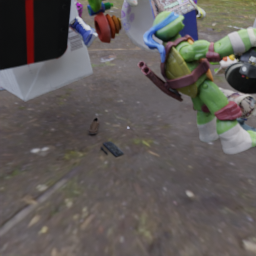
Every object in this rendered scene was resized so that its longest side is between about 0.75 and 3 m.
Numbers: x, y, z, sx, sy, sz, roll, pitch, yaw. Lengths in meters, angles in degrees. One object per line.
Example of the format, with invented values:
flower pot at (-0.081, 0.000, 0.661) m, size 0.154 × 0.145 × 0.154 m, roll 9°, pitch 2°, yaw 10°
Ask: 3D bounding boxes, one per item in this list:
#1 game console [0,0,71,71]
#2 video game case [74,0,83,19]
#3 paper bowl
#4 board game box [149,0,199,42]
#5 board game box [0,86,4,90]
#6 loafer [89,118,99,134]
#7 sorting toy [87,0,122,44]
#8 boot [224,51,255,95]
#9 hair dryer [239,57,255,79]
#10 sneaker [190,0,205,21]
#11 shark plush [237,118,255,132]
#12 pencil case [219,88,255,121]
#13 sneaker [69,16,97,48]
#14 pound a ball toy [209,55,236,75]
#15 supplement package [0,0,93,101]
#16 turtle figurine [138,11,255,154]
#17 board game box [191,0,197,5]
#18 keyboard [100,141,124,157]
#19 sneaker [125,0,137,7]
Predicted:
game console at (-1.968, -2.165, 5.558) m, size 1.825 × 2.063 × 0.320 m, roll -22°, pitch 56°, yaw -34°
video game case at (-2.671, -3.870, 9.877) m, size 2.129 × 2.349 × 0.421 m, roll 34°, pitch 60°, yaw 3°
paper bowl at (1.165, -4.409, 10.724) m, size 2.731 × 2.731 × 1.420 m, roll 3°, pitch 40°, yaw 5°
board game box at (0.993, -2.442, 6.176) m, size 0.613 × 1.009 × 1.265 m, roll -23°, pitch 56°, yaw 4°
board game box at (-5.565, -1.960, 12.241) m, size 1.102 × 0.227 × 1.105 m, roll -21°, pitch 37°, yaw -30°
loafer at (-1.123, -0.075, 9.141) m, size 0.296 × 0.288 × 0.811 m, roll 1°, pitch 32°, yaw 2°
sorting toy at (-0.885, -4.566, 10.725) m, size 1.022 × 2.489 × 1.496 m, roll -22°, pitch 33°, yaw -13°
boot at (3.056, -1.618, 7.229) m, size 2.126 × 0.767 × 1.606 m, roll 0°, pitch 43°, yaw -24°
hair dryer at (2.683, -0.853, 3.965) m, size 1.788 × 1.362 × 0.486 m, roll 23°, pitch 40°, yaw -16°
sneaker at (1.782, -3.455, 8.033) m, size 0.985 × 0.372 × 0.376 m, roll 36°, pitch 25°, yaw 14°
shark plush at (3.432, -0.029, 8.596) m, size 0.850 × 0.779 × 1.870 m, roll -21°, pitch 37°, yaw -30°
pencil case at (2.353, -0.601, 6.662) m, size 0.555 × 0.639 × 1.428 m, roll -48°, pitch 26°, yaw -2°
sneaker at (-1.056, -2.184, 6.337) m, size 0.565 × 0.395 × 0.978 m, roll 31°, pitch 19°, yaw -28°
pound a ball toy at (3.073, -2.238, 9.026) m, size 1.298 × 0.551 × 0.846 m, roll -11°, pitch 66°, yaw -28°
supplement package at (-2.694, -2.272, 7.590) m, size 2.035 × 2.050 × 2.702 m, roll -29°, pitch 33°, yaw -28°
turtle figurine at (1.890, -1.198, 5.625) m, size 2.155 × 2.904 × 2.995 m, roll -6°, pitch 25°, yaw 47°
board game box at (1.881, -3.982, 8.614) m, size 0.180 × 0.540 × 0.804 m, roll -1°, pitch 24°, yaw -12°
keyboard at (-0.521, 0.629, 8.210) m, size 0.491 × 0.080 × 0.773 m, roll -20°, pitch 36°, yaw -28°
sneaker at (0.065, -4.335, 8.802) m, size 0.489 × 1.047 × 0.368 m, roll -18°, pitch 36°, yaw 33°
